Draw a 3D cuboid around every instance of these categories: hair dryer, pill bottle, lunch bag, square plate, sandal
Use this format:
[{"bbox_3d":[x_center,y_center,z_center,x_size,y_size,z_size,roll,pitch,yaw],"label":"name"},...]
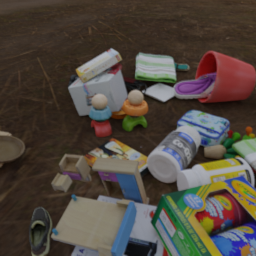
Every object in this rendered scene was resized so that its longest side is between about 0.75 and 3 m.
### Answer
[{"bbox_3d":[-0.400,-2.252,13.656,2.108,0.752,2.767,-5,47,-15],"label":"hair dryer"},{"bbox_3d":[1.475,0.739,8.613,1.066,1.066,1.874,20,38,27],"label":"pill bottle"},{"bbox_3d":[2.671,0.035,10.066,1.681,0.693,1.351,24,43,34],"label":"lunch bag"},{"bbox_3d":[1.553,-1.619,13.019,1.332,0.191,1.345,28,42,35],"label":"square plate"},{"bbox_3d":[3.464,-1.937,12.330,2.953,0.726,1.202,-16,59,2],"label":"sandal"},{"bbox_3d":[2.322,1.442,7.580,1.806,1.032,1.032,-8,34,-12],"label":"pill bottle"}]

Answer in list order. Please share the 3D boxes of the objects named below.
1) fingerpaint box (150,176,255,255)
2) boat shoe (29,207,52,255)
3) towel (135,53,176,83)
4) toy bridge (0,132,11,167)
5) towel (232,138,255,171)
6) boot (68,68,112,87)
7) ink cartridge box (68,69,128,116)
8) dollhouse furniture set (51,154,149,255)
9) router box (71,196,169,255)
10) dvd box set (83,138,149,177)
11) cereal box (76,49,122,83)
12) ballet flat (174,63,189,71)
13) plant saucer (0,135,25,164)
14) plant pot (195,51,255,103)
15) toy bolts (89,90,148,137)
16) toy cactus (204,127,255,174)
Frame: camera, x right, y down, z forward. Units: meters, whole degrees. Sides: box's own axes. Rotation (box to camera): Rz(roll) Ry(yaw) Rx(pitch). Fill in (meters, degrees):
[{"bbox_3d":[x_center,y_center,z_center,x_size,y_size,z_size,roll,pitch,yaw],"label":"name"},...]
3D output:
[{"bbox_3d":[2.167,2.415,5.453,2.334,1.026,2.798,-5,40,-26],"label":"fingerpaint box"},{"bbox_3d":[-2.097,2.379,6.658,0.499,0.459,1.397,-7,34,-11],"label":"boat shoe"},{"bbox_3d":[1.403,-3.140,14.411,2.067,0.425,2.771,4,35,1],"label":"towel"},{"bbox_3d":[-4.475,1.083,8.697,0.983,0.398,2.925,8,33,11],"label":"toy bridge"},{"bbox_3d":[4.589,1.139,7.976,2.027,0.417,2.717,-9,42,-31],"label":"towel"},{"bbox_3d":[-1.705,-2.233,12.800,1.790,0.587,1.475,1,43,15],"label":"boot"},{"bbox_3d":[-1.183,-1.425,11.325,1.834,1.327,1.333,-5,30,22],"label":"ink cartridge box"},{"bbox_3d":[-0.790,2.053,6.416,2.240,1.548,2.372,3,42,21],"label":"dollhouse furniture set"},{"bbox_3d":[-0.010,2.698,6.053,2.124,0.578,2.367,8,34,12],"label":"router box"},{"bbox_3d":[-0.302,1.064,8.839,1.856,0.273,1.358,27,43,35],"label":"dvd box set"},{"bbox_3d":[-1.201,-2.508,11.176,1.773,0.350,1.276,-30,28,-1],"label":"cereal box"},{"bbox_3d":[2.750,-3.352,15.567,1.295,0.437,0.404,15,0,23],"label":"ballet flat"},{"bbox_3d":[-3.993,0.684,8.861,1.363,0.201,1.363,11,31,-7],"label":"plant saucer"},{"bbox_3d":[4.236,-2.091,12.195,1.939,2.192,2.192,5,32,-11],"label":"plant pot"},{"bbox_3d":[-0.523,-0.812,10.597,2.144,1.487,2.048,-16,36,-23],"label":"toy bolts"},{"bbox_3d":[3.292,0.715,8.935,1.658,1.028,2.010,-4,41,12],"label":"toy cactus"}]
